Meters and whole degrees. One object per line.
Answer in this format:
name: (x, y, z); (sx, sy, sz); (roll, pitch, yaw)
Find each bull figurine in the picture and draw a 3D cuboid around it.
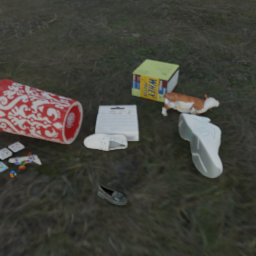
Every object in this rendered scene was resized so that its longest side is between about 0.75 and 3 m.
bull figurine: (2.371, -0.847, 10.946); (2.182, 0.710, 1.324); (11, 38, 15)

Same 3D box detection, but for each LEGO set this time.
LEGO set: (-3.622, 1.082, 8.764); (1.265, 0.416, 1.694); (-31, 35, -35)

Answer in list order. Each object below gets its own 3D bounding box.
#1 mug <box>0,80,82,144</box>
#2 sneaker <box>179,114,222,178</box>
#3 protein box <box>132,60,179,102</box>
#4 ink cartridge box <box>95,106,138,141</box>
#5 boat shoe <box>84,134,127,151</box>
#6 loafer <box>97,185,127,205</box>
mug: (-3.037, -0.665, 9.836); (2.755, 1.838, 2.446); (14, 40, 12)
sneaker: (2.527, 0.400, 9.012); (1.166, 1.023, 2.909); (-1, 36, -7)
protein box: (1.205, -2.091, 12.320); (1.585, 1.077, 1.596); (15, 39, 20)
ink cartridge box: (-0.401, -0.201, 10.358); (1.491, 0.464, 1.852); (-1, 32, -1)
boat shoe: (-0.732, 0.513, 9.270); (1.428, 0.505, 0.495); (-5, 37, -8)
loafer: (-0.447, 1.827, 7.635); (0.902, 0.284, 0.324); (15, 27, 20)
